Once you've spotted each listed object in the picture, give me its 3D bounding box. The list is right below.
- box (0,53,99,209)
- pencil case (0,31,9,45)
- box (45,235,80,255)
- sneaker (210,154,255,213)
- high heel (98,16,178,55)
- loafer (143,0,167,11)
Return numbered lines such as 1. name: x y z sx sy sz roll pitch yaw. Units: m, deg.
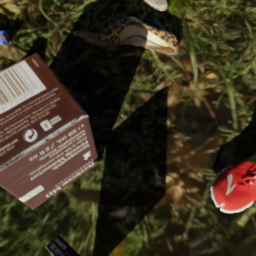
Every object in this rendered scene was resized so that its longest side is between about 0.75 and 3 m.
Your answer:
1. box: -2.310 0.189 6.895 2.247 2.708 2.224 -35 67 -17
2. pencil case: -4.926 -3.421 10.176 1.256 0.490 0.546 21 57 11
3. box: -0.774 3.033 5.456 0.402 1.618 1.605 -40 27 -28
4. sneaker: 3.412 1.070 7.235 2.971 1.262 1.144 -29 65 -15
5. high heel: 0.410 -3.014 9.664 2.569 0.917 1.831 -17 56 -19
6. loafer: 0.860 -5.487 11.238 0.721 0.631 2.006 -30 65 -15
